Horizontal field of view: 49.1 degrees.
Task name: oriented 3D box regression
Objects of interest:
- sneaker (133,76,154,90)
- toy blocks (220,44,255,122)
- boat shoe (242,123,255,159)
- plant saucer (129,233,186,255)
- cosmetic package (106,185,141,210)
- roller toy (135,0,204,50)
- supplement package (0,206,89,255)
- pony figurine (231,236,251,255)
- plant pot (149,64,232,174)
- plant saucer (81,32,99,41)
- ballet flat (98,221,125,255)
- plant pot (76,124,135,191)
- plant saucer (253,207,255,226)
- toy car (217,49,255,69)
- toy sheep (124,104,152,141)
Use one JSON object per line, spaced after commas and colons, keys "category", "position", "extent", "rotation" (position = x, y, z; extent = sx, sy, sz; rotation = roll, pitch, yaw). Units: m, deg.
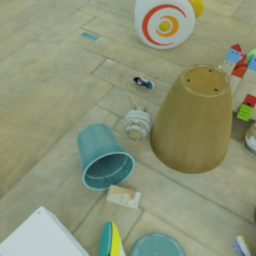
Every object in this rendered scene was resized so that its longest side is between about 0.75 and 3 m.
{"category": "sneaker", "position": [0.541, -1.655, 10.404], "extent": [0.906, 0.339, 0.383], "rotation": [32, 30, 33]}
{"category": "toy blocks", "position": [3.944, -1.427, 8.940], "extent": [2.885, 1.972, 1.442], "rotation": [25, 32, 11]}
{"category": "boat shoe", "position": [4.695, 0.833, 7.945], "extent": [2.872, 0.982, 1.073], "rotation": [31, 56, 28]}
{"category": "plant saucer", "position": [0.716, 3.110, 6.616], "extent": [1.429, 0.257, 1.429], "rotation": [1, 43, -1]}
{"category": "cosmetic package", "position": [-0.117, 1.881, 7.613], "extent": [0.855, 0.304, 0.450], "rotation": [12, 68, 9]}
{"category": "roller toy", "position": [1.493, -4.537, 11.434], "extent": [2.611, 2.381, 1.824], "rotation": [12, 49, -11]}
{"category": "supplement package", "position": [-1.816, 2.888, 6.315], "extent": [1.651, 0.915, 1.286], "rotation": [39, 70, 24]}
{"category": "pony figurine", "position": [2.954, 3.176, 6.240], "extent": [1.460, 1.260, 1.513], "rotation": [0, 36, -8]}
{"category": "plant pot", "position": [1.917, -0.386, 7.995], "extent": [2.470, 2.650, 2.470], "rotation": [0, 53, 0]}
{"category": "plant saucer", "position": [-1.735, -4.134, 12.603], "extent": [0.807, 0.077, 0.282], "rotation": [21, 54, 17]}
{"category": "ballet flat", "position": [-0.384, 3.145, 6.459], "extent": [0.658, 0.656, 1.962], "rotation": [28, 36, -16]}
{"category": "plant pot", "position": [-0.760, 0.727, 7.962], "extent": [1.483, 1.483, 1.452], "rotation": [-17, 46, -13]}
{"category": "plant saucer", "position": [3.837, 2.508, 6.627], "extent": [1.826, 0.334, 1.826], "rotation": [21, 33, -15]}
{"category": "toy car", "position": [4.217, -2.481, 10.236], "extent": [2.133, 2.007, 0.476], "rotation": [-40, 105, -26]}
{"category": "toy sheep", "position": [0.332, -0.206, 8.918], "extent": [0.984, 0.984, 1.427], "rotation": [14, 59, 11]}
